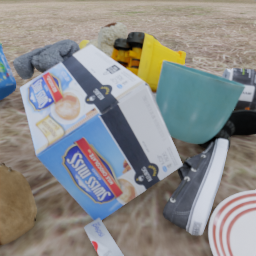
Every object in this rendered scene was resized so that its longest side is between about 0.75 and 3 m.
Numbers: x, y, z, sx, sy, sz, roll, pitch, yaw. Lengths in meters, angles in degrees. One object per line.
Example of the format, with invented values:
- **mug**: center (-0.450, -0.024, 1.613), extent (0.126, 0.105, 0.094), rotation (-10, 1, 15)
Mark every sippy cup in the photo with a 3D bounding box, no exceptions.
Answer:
- **sippy cup**: center (-4.398, -1.703, 8.658), extent (1.765, 1.648, 2.248), rotation (-32, 0, 13)

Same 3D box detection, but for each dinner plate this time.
- **dinner plate**: center (2.377, 1.801, 4.024), extent (2.401, 0.291, 2.401), rotation (-1, 28, 0)

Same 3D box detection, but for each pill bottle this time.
- **pill bottle**: center (4.076, -1.006, 8.076), extent (2.308, 1.226, 1.226), rotation (10, 30, 17)

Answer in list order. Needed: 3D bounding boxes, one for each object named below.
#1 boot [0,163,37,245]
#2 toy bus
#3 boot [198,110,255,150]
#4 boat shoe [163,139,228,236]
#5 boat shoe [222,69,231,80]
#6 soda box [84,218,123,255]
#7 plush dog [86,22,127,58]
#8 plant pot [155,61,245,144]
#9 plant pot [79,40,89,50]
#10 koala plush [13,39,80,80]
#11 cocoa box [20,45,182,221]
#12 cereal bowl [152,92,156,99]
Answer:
- **boot**: center (-2.359, 0.892, 4.828), extent (0.908, 0.886, 2.408), rotation (-21, 55, -32)
- **toy bus**: center (0.648, -1.607, 7.874), extent (2.164, 1.530, 2.254), rotation (7, 5, -26)
- **boot**: center (2.486, 0.069, 6.751), extent (1.720, 0.647, 1.286), rotation (0, 22, 19)
- **boat shoe**: center (1.282, 0.906, 5.200), extent (0.791, 0.835, 2.389), rotation (15, 40, 22)
- **boat shoe**: center (3.768, -1.625, 9.951), extent (0.692, 0.600, 1.624), rotation (22, 27, 2)
- **soda box**: center (-0.339, 1.726, 4.098), extent (0.283, 0.263, 0.830), rotation (-28, 36, -17)
- **plush dog**: center (-0.243, -2.581, 10.603), extent (2.163, 2.020, 2.518), rotation (-5, -5, -27)
- **plant pot**: center (1.317, -0.488, 5.811), extent (1.695, 1.360, 1.695), rotation (16, 17, -5)
- **plant pot**: center (-1.616, -3.337, 12.610), extent (0.981, 1.042, 1.042), rotation (18, 33, 16)
- **koala plush**: center (-1.937, -1.443, 8.139), extent (1.659, 1.871, 1.719), rotation (2, 33, 34)
- **cocoa box**: center (-0.666, -0.089, 5.320), extent (1.827, 1.857, 2.784), rotation (-33, 36, -6)
- **cereal bowl**: center (0.925, -0.754, 7.858), extent (1.933, 0.805, 1.933), rotation (-13, 16, 4)
